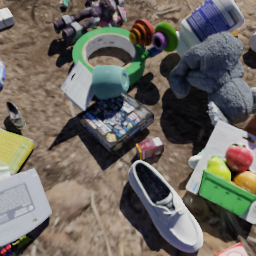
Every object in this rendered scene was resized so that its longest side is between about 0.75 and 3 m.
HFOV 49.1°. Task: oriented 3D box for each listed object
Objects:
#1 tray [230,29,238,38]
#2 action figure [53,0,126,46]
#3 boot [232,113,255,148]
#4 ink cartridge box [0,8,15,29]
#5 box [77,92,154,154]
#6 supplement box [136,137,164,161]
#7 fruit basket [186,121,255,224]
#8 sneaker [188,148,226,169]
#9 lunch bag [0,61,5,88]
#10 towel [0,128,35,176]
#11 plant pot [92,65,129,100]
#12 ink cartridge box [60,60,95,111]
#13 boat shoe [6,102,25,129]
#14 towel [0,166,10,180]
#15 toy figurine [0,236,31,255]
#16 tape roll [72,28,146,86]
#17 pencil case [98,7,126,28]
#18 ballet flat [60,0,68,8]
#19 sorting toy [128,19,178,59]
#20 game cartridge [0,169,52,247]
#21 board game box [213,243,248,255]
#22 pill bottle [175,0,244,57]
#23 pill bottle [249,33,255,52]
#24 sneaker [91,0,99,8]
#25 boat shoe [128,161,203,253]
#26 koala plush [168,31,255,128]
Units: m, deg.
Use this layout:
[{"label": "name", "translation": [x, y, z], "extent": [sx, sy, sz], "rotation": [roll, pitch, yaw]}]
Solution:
[{"label": "tray", "translation": [3.680, -4.100, 10.993], "extent": [0.842, 0.316, 1.707], "rotation": [-1, 59, 0]}, {"label": "action figure", "translation": [-1.311, -4.162, 10.420], "extent": [2.858, 0.992, 1.860], "rotation": [-32, 78, -12]}, {"label": "boot", "translation": [3.674, 0.167, 7.597], "extent": [1.479, 1.571, 0.538], "rotation": [5, 52, -22]}, {"label": "ink cartridge box", "translation": [-5.042, -4.297, 11.071], "extent": [0.884, 0.370, 0.641], "rotation": [-27, 62, -16]}, {"label": "box", "translation": [-0.385, -0.300, 8.483], "extent": [1.693, 0.424, 1.706], "rotation": [-39, 57, -18]}, {"label": "supplement box", "translation": [0.631, 0.587, 8.036], "extent": [0.752, 0.415, 0.322], "rotation": [-18, 51, -11]}, {"label": "fruit basket", "translation": [2.740, 1.089, 7.155], "extent": [1.865, 0.944, 2.013], "rotation": [25, 81, 13]}, {"label": "sneaker", "translation": [2.089, 0.848, 7.793], "extent": [1.204, 0.456, 0.632], "rotation": [6, 27, -25]}, {"label": "lunch bag", "translation": [-4.641, -1.764, 9.496], "extent": [0.922, 0.435, 1.151], "rotation": [-7, 58, -7]}, {"label": "towel", "translation": [-3.986, 1.100, 7.824], "extent": [1.858, 0.295, 2.587], "rotation": [19, 61, 11]}, {"label": "plant pot", "translation": [-0.468, -1.376, 8.306], "extent": [0.828, 1.032, 1.032], "rotation": [-2, 56, 23]}, {"label": "ink cartridge box", "translation": [-1.417, -1.225, 8.189], "extent": [0.218, 1.072, 1.069], "rotation": [7, 60, 42]}, {"label": "boat shoe", "translation": [-3.434, -0.395, 8.436], "extent": [0.361, 0.308, 1.080], "rotation": [-35, 55, -7]}, {"label": "towel", "translation": [-3.457, 1.727, 6.984], "extent": [1.075, 0.221, 1.441], "rotation": [-5, 75, -27]}, {"label": "toy figurine", "translation": [-2.920, 2.750, 6.698], "extent": [0.976, 0.515, 0.585], "rotation": [-36, 57, -24]}, {"label": "tape roll", "translation": [-0.646, -2.464, 9.812], "extent": [2.510, 0.603, 2.510], "rotation": [0, 59, 0]}, {"label": "pencil case", "translation": [-0.579, -4.267, 10.970], "extent": [0.566, 0.548, 1.208], "rotation": [12, 54, 50]}, {"label": "ballet flat", "translation": [-2.705, -5.291, 11.772], "extent": [0.294, 0.276, 0.813], "rotation": [-14, 57, 15]}, {"label": "sorting toy", "translation": [0.688, -2.800, 9.046], "extent": [0.782, 1.145, 1.906], "rotation": [-35, 43, -22]}, {"label": "game cartridge", "translation": [-3.041, 2.015, 6.639], "extent": [2.200, 0.450, 1.464], "rotation": [-18, 77, -32]}, {"label": "board game box", "translation": [2.545, 3.288, 6.512], "extent": [0.720, 0.220, 0.950], "rotation": [-20, 61, -12]}, {"label": "pill bottle", "translation": [2.551, -3.348, 9.428], "extent": [2.233, 1.337, 1.337], "rotation": [-35, 58, 22]}, {"label": "pill bottle", "translation": [5.285, -3.428, 10.192], "extent": [1.718, 0.964, 0.964], "rotation": [-33, 64, -19]}, {"label": "sneaker", "translation": [-1.276, -4.785, 11.301], "extent": [0.450, 0.488, 1.107], "rotation": [-13, 59, -8]}, {"label": "boat shoe", "translation": [0.918, 1.863, 6.904], "extent": [0.926, 0.881, 2.571], "rotation": [-29, 69, -10]}, {"label": "koala plush", "translation": [2.782, -1.191, 8.268], "extent": [2.239, 2.320, 2.525], "rotation": [-19, 73, -13]}]
